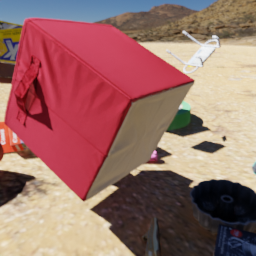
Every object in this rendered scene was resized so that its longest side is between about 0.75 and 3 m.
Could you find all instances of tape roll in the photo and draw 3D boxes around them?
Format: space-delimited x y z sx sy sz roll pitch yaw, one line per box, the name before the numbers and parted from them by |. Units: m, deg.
tape roll | 1.478 -0.766 13.486 2.995 0.720 2.995 1 23 0

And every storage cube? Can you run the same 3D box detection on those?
storage cube | -0.664 -0.539 6.206 2.688 2.556 2.990 39 32 19

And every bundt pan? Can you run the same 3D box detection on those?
bundt pan | 2.387 2.012 6.882 1.778 0.667 1.778 0 22 0

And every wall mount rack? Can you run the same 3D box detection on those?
wall mount rack | 2.244 -2.683 9.606 1.717 0.640 1.491 -48 41 -14

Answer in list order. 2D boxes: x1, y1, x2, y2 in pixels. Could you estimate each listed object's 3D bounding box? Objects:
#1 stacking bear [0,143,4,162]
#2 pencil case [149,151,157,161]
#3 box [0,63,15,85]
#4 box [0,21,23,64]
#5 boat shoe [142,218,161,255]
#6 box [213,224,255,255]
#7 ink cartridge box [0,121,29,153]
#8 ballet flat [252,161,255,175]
stacking bear | -4.848 1.283 7.751 1.563 1.669 2.749 5 31 6
pencil case | 0.563 0.983 9.704 0.916 0.415 0.429 -2 -13 2
box | -3.476 -2.427 9.829 2.148 1.764 1.782 1 2 -26
box | -3.209 -2.205 7.331 2.902 1.017 0.933 -4 12 -43
boat shoe | 0.507 2.436 6.298 0.403 0.379 1.058 -9 21 9
box | 2.229 2.620 5.463 1.093 0.625 1.201 10 25 19
ink cartridge box | -3.905 0.066 10.403 2.605 0.656 1.419 -11 66 -13
ballet flat | 4.946 1.196 8.846 1.940 0.709 0.709 2 23 4
